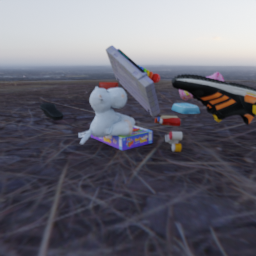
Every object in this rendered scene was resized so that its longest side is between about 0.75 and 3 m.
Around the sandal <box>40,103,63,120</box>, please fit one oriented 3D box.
[{"bbox_3d":[-3.766,-0.721,13.576,0.767,0.488,2.041,-7,27,-30],"label":"sandal"}]

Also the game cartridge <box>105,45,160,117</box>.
[{"bbox_3d":[0.156,-1.597,9.259,0.462,1.561,2.408,-32,54,-12],"label":"game cartridge"}]

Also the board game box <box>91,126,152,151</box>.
[{"bbox_3d":[-0.254,0.214,9.267,1.226,0.408,1.823,-11,18,-37],"label":"board game box"}]

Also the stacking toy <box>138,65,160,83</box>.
[{"bbox_3d":[0.647,-2.239,11.738,1.451,0.620,0.620,19,8,-15],"label":"stacking toy"}]

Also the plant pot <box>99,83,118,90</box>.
[{"bbox_3d":[-1.312,-2.251,18.578,1.263,1.265,1.114,0,25,0],"label":"plant pot"}]

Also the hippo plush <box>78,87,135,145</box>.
[{"bbox_3d":[-0.702,-0.536,8.451,1.799,1.447,1.433,-9,19,-11],"label":"hippo plush"}]

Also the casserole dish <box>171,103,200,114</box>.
[{"bbox_3d":[3.092,-1.068,15.133,1.138,0.365,1.879,-3,14,-14],"label":"casserole dish"}]

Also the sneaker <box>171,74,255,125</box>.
[{"bbox_3d":[2.784,-0.858,9.014,2.981,1.341,1.043,11,17,-3],"label":"sneaker"}]

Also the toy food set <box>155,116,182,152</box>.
[{"bbox_3d":[1.213,0.071,8.515,0.650,0.690,1.445,2,44,-3],"label":"toy food set"}]

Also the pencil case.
[{"bbox_3d":[3.212,-1.774,12.201,1.976,0.864,0.864,-13,1,41],"label":"pencil case"}]
